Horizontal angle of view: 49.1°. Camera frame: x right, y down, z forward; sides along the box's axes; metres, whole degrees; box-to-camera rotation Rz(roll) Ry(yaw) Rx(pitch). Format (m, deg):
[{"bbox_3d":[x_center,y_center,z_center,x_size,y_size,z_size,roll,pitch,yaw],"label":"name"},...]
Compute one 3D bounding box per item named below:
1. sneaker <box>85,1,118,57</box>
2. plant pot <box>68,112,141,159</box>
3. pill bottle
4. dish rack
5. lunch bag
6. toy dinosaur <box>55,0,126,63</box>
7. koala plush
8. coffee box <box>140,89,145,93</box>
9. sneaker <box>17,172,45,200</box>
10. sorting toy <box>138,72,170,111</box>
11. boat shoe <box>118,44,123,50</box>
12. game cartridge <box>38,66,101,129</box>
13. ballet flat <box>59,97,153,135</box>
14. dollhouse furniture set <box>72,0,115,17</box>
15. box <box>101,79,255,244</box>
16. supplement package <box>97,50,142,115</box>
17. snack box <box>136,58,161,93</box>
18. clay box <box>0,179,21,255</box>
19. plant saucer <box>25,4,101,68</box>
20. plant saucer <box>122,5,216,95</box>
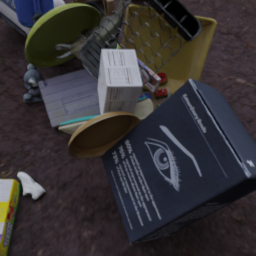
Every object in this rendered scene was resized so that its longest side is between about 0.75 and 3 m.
[{"bbox_3d":[-1.111,-3.435,9.816,1.008,1.100,2.627,-26,58,5],"label":"sneaker"},{"bbox_3d":[-0.536,0.146,6.232,1.724,1.724,0.237,-20,65,-12],"label":"plant pot"},{"bbox_3d":[-3.173,-3.957,9.618,2.989,1.787,1.787,39,66,2],"label":"pill bottle"},{"bbox_3d":[0.149,-2.156,7.015,2.743,0.748,2.104,-45,87,4],"label":"dish rack"},{"bbox_3d":[-2.713,-3.596,8.104,1.088,1.602,1.060,-7,15,-14],"label":"lunch bag"},{"bbox_3d":[-0.709,-2.691,8.055,2.723,1.048,1.393,-29,29,10],"label":"toy dinosaur"},{"bbox_3d":[-2.895,-1.435,8.763,0.962,1.047,0.928,-7,59,-4],"label":"koala plush"},{"bbox_3d":[-0.163,-1.713,9.266,1.590,0.350,0.978,10,64,2],"label":"coffee box"},{"bbox_3d":[-2.678,1.553,7.440,0.928,0.362,0.461,34,69,19],"label":"sneaker"},{"bbox_3d":[0.780,-0.645,8.421,1.054,0.370,2.187,-11,69,13],"label":"sorting toy"},{"bbox_3d":[-0.377,-2.776,9.996,0.287,0.280,0.759,30,64,16],"label":"boat shoe"},{"bbox_3d":[-1.377,-0.992,8.587,2.358,0.453,1.529,-18,89,-10],"label":"game cartridge"},{"bbox_3d":[-0.554,-0.091,7.896,2.743,0.953,0.953,-17,61,1],"label":"ballet flat"},{"bbox_3d":[-1.362,-4.782,10.637,1.284,1.498,1.575,-19,76,-6],"label":"dollhouse furniture set"},{"bbox_3d":[1.118,0.832,6.093,1.558,2.987,2.210,12,47,-46],"label":"box"},{"bbox_3d":[-0.231,-0.888,6.116,0.721,1.300,1.013,-2,60,-12],"label":"supplement package"},{"bbox_3d":[0.407,-1.628,8.203,0.160,0.474,1.318,-28,63,-32],"label":"snack box"},{"bbox_3d":[-3.608,2.508,6.725,1.447,0.599,2.518,1,60,0],"label":"clay box"},{"bbox_3d":[-1.938,-2.736,8.225,2.518,2.518,0.391,-31,82,-17],"label":"plant saucer"},{"bbox_3d":[1.050,-2.255,8.312,2.431,2.430,0.589,12,36,3],"label":"plant saucer"}]
